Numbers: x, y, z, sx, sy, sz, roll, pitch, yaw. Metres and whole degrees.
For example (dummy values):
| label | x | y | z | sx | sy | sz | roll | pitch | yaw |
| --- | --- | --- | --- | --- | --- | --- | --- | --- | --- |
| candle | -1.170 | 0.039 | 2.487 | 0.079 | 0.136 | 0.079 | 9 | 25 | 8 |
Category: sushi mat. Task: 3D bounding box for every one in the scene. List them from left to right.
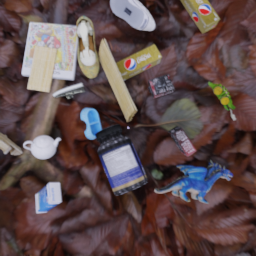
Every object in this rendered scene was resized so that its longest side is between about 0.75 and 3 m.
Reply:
| label | x | y | z | sx | sy | sz | roll | pitch | yaw |
| --- | --- | --- | --- | --- | --- | --- | --- | --- | --- |
| sushi mat | -2.970 | -2.054 | 9.699 | 0.785 | 0.099 | 1.640 | 7 | 81 | 2 |
| sushi mat | -0.391 | -1.520 | 9.232 | 0.157 | 1.242 | 2.597 | -22 | 81 | -15 |

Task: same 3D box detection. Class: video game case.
| label | x | y | z | sx | sy | sz | roll | pitch | yaw |
| --- | --- | --- | --- | --- | --- | --- | --- | --- | --- |
| video game case | -2.725 | -2.740 | 9.970 | 1.825 | 0.230 | 2.006 | 5 | 79 | 1 |

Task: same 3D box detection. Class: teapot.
| label | x | y | z | sx | sy | sz | roll | pitch | yaw |
| --- | --- | --- | --- | --- | --- | --- | --- | --- | --- |
| teapot | -2.759 | 0.552 | 9.034 | 0.850 | 0.629 | 0.861 | 30 | 54 | 14 |

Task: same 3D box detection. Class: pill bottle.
| label | x | y | z | sx | sy | sz | roll | pitch | yaw |
| --- | --- | --- | --- | --- | --- | --- | --- | --- | --- |
| pill bottle | -0.268 | 0.976 | 8.791 | 1.140 | 1.140 | 2.038 | -22 | 82 | -4 |

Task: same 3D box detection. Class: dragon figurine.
| label | x | y | z | sx | sy | sz | roll | pitch | yaw |
| --- | --- | --- | --- | --- | --- | --- | --- | --- | --- |
| dragon figurine | 1.942 | 1.553 | 8.647 | 2.657 | 0.782 | 1.321 | 12 | 87 | -18 |

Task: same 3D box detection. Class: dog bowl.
| label | x | y | z | sx | sy | sz | roll | pitch | yaw |
| --- | --- | --- | --- | --- | --- | --- | --- | --- | --- |
| dog bowl | -1.192 | -0.145 | 9.227 | 0.594 | 0.264 | 1.066 | -20 | 98 | -46 |

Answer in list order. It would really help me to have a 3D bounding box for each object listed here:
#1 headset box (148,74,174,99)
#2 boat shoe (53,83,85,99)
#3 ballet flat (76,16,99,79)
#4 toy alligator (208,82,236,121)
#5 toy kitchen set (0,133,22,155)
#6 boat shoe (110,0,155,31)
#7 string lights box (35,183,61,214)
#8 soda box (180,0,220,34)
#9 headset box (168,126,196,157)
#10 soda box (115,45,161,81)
| label | x | y | z | sx | sy | sz | roll | pitch | yaw |
| --- | --- | --- | --- | --- | --- | --- | --- | --- | --- |
| headset box | 1.102 | -1.426 | 9.683 | 0.822 | 0.317 | 0.612 | -18 | 80 | -2 |
| boat shoe | -2.028 | -1.188 | 9.571 | 1.117 | 0.395 | 0.355 | -17 | 96 | 9 |
| ballet flat | -1.407 | -2.725 | 9.452 | 0.726 | 0.726 | 2.055 | -6 | 94 | -1 |
| toy alligator | 3.268 | -0.968 | 9.362 | 0.391 | 0.540 | 1.628 | -35 | 105 | 20 |
| toy kitchen set | -4.172 | 0.809 | 9.001 | 1.056 | 1.171 | 0.955 | -48 | 124 | -8 |
| boat shoe | 0.125 | -3.995 | 9.667 | 0.832 | 0.739 | 2.260 | -50 | 54 | 30 |
| string lights box | -2.461 | 2.151 | 8.552 | 0.345 | 1.172 | 0.602 | 9 | 57 | -37 |
| soda box | 2.528 | -4.334 | 10.097 | 0.586 | 0.554 | 1.729 | -29 | 80 | -6 |
| headset box | 1.721 | 0.451 | 8.848 | 0.368 | 0.710 | 0.954 | -34 | 96 | 0 |
| soda box | 0.311 | -2.232 | 9.725 | 1.636 | 0.524 | 0.554 | -27 | 82 | -5 |
